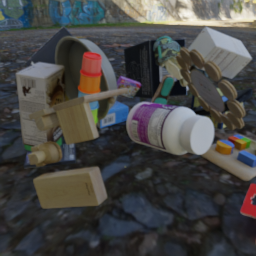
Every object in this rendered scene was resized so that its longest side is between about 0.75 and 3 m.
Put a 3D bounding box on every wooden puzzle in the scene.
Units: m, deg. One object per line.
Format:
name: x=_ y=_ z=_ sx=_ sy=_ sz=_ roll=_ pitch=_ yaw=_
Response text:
wooden puzzle: x=4.259 y=0.897 z=10.406 sx=2.333 sy=0.540 sz=2.161 roll=-17 pitch=32 yaw=-31

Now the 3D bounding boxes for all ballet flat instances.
ballet flat: x=1.069 y=-1.040 z=9.034 sx=0.494 sy=1.451 sz=0.488 roll=20 pitch=22 yaw=-18
ballet flat: x=1.788 y=-1.909 z=9.363 sx=2.832 sy=1.051 sz=1.051 roll=22 pitch=8 yaw=-41

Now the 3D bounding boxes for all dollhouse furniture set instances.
dollhouse furniture set: x=-0.915 y=0.393 z=5.921 sx=1.865 sy=1.961 sz=1.598 roll=-12 pitch=7 yaw=29

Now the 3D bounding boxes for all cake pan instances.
cake pan: x=-1.260 y=-1.479 z=8.413 sx=0.478 sy=2.608 sz=2.608 roll=-32 pitch=40 yaw=-34

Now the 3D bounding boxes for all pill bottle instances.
pill bottle: x=0.767 y=0.012 z=5.318 sx=0.891 sy=0.891 sz=1.588 roll=-21 pitch=23 yaw=-35

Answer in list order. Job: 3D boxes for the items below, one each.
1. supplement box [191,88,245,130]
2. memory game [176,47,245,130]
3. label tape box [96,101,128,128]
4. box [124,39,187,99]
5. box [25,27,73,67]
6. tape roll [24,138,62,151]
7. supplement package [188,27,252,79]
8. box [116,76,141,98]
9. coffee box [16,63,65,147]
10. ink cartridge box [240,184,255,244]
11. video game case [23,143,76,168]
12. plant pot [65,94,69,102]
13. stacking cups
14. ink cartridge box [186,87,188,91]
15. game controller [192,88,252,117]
supplement box: x=4.276 y=-0.995 z=13.430 sx=1.791 sy=1.202 sz=1.789 roll=-20 pitch=33 yaw=-34
memory game: x=1.870 y=-0.882 z=6.480 sx=0.147 sy=2.301 sz=2.301 roll=-36 pitch=33 yaw=-2
label tape box: x=-1.325 y=-0.867 z=13.710 sx=1.653 sy=0.763 sz=2.307 roll=-19 pitch=30 yaw=-35
box: x=1.027 y=-2.370 z=11.563 sx=1.529 sy=2.120 sz=2.856 roll=-8 pitch=11 yaw=-19
box: x=-2.330 y=-2.314 z=10.622 sx=1.909 sy=1.346 sz=2.580 roll=-42 pitch=-3 yaw=4
tape roll: x=-3.343 y=0.542 z=11.005 sx=1.413 sy=0.340 sz=1.413 roll=-3 pitch=13 yaw=1
supplement package: x=2.962 y=-2.403 z=9.116 sx=1.639 sy=0.961 sz=0.958 roll=9 pitch=51 yaw=-28
box: x=-0.045 y=-1.464 z=10.182 sx=0.915 sy=0.626 sz=0.179 roll=12 pitch=34 yaw=-37
coffee box: x=-2.670 y=-0.693 z=8.876 sx=0.955 sy=2.392 sz=1.352 roll=10 pitch=29 yaw=9
ink cartridge box: x=4.156 y=2.449 z=6.964 sx=2.500 sy=0.841 sz=1.452 roll=16 pitch=31 yaw=29
video game case: x=-2.910 y=1.020 z=10.585 sx=1.812 sy=0.172 sz=1.294 roll=-6 pitch=27 yaw=-9
plant pot: x=-2.130 y=-0.864 z=10.228 sx=0.916 sy=0.890 sz=0.896 roll=40 pitch=6 yaw=-22
stacking cups: x=-1.052 y=-0.846 z=7.564 sx=0.706 sy=2.333 sz=0.706 roll=10 pitch=28 yaw=-5
ink cartridge box: x=3.108 y=-2.532 z=17.554 sx=1.255 sy=0.255 sz=1.252 roll=-18 pitch=32 yaw=-32
game controller: x=3.149 y=-0.849 z=9.684 sx=1.230 sy=0.497 sz=2.358 roll=-40 pitch=10 yaw=-19
